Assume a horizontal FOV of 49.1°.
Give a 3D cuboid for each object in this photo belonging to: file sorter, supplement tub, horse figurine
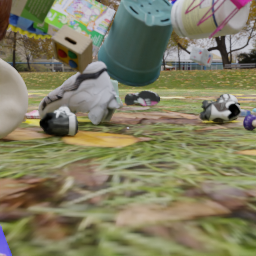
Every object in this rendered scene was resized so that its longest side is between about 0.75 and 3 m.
[{"bbox_3d":[1.698,-2.968,6.079,1.154,1.661,1.042,-43,-2,-40],"label":"file sorter"},{"bbox_3d":[2.366,-3.405,8.323,1.398,1.398,1.928,-7,12,-36],"label":"supplement tub"},{"bbox_3d":[-2.094,-2.121,3.827,0.585,1.553,2.344,-16,61,-50],"label":"horse figurine"}]

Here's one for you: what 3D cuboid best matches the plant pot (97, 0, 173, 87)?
[{"bbox_3d":[0.385,-3.254,10.027,2.560,2.560,2.508,-4,-31,-20],"label":"plant pot"}]

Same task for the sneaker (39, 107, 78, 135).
[{"bbox_3d":[-1.824,-0.193,7.027,0.811,0.596,1.792,-1,11,-23],"label":"sneaker"}]

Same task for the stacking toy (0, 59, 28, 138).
[{"bbox_3d":[-3.652,-0.524,6.787,1.909,1.909,2.612,-6,-4,-33],"label":"stacking toy"}]

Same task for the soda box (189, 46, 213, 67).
[{"bbox_3d":[2.942,-2.828,11.181,0.481,0.514,1.510,21,13,28],"label":"soda box"}]

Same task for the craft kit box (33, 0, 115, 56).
[{"bbox_3d":[-1.647,-3.517,9.001,2.039,2.065,0.501,21,-36,-9],"label":"craft kit box"}]

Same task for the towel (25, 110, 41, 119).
[{"bbox_3d":[-3.020,-0.482,10.031,1.275,0.191,0.933,2,10,11],"label":"towel"}]

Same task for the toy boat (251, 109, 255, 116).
[{"bbox_3d":[4.841,-0.577,9.757,0.998,0.464,0.839,-1,9,-4],"label":"toy boat"}]

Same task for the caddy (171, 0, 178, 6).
[{"bbox_3d":[2.045,-4.849,10.954,0.602,0.447,0.852,31,57,31],"label":"caddy"}]

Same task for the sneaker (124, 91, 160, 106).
[{"bbox_3d":[0.848,-1.618,15.072,2.040,0.820,0.881,8,11,34],"label":"sneaker"}]

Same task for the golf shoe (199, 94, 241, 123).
[{"bbox_3d":[3.179,-0.547,8.928,1.022,0.841,2.162,18,27,38],"label":"golf shoe"}]

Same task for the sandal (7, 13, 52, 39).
[{"bbox_3d":[-3.317,-3.634,8.752,2.845,1.131,1.239,-1,-33,-28],"label":"sandal"}]

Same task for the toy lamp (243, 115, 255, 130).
[{"bbox_3d":[3.344,-0.041,6.546,0.467,0.467,1.605,-2,10,-11],"label":"toy lamp"}]

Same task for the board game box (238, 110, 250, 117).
[{"bbox_3d":[3.793,-0.577,10.485,1.022,0.223,1.027,-5,10,-20],"label":"board game box"}]

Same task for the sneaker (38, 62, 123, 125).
[{"bbox_3d":[-1.483,-0.629,8.580,2.770,1.592,1.041,-33,-4,21],"label":"sneaker"}]

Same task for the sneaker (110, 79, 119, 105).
[{"bbox_3d":[-1.523,-1.624,12.806,2.605,1.537,0.959,-11,16,-43],"label":"sneaker"}]

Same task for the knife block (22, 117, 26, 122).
[{"bbox_3d":[-3.805,-0.328,8.741,0.816,0.297,0.930,8,13,34],"label":"knife block"}]

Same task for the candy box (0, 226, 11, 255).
[{"bbox_3d":[-0.986,0.862,1.527,0.668,0.304,0.790,-7,11,-32],"label":"candy box"}]

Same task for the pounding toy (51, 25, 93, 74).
[{"bbox_3d":[-1.134,-1.375,5.224,0.847,0.441,0.964,30,-24,6],"label":"pounding toy"}]

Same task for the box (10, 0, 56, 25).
[{"bbox_3d":[-2.333,-2.941,5.038,2.307,0.419,1.665,11,-34,-37],"label":"box"}]
